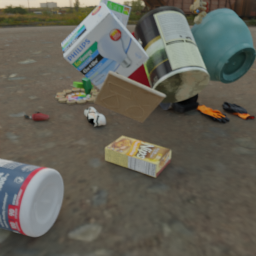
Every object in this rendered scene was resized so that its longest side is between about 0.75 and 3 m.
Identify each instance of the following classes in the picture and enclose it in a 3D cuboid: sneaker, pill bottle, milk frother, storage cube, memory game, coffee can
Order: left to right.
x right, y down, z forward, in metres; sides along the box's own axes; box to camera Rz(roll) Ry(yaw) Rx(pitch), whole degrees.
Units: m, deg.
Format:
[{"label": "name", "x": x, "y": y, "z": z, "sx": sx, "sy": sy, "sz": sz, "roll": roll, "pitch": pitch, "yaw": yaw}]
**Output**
[{"label": "pill bottle", "x": -2.772, "y": 1.415, "z": 6.131, "sx": 2.347, "sy": 1.403, "sz": 1.403, "roll": 7, "pitch": 26, "yaw": 16}, {"label": "memory game", "x": -2.465, "y": -1.611, "z": 13.917, "sx": 2.301, "sy": 0.147, "sz": 2.301, "roll": 0, "pitch": 26, "yaw": 0}, {"label": "sneaker", "x": -1.438, "y": -0.441, "z": 11.085, "sx": 0.534, "sy": 0.492, "sz": 1.335, "roll": -20, "pitch": 32, "yaw": -32}, {"label": "storage cube", "x": 0.712, "y": -3.147, "z": 13.200, "sx": 2.992, "sy": 2.689, "sz": 2.557, "roll": -26, "pitch": 15, "yaw": 25}, {"label": "coffee can", "x": 1.355, "y": -2.326, "z": 9.068, "sx": 1.822, "sy": 1.822, "sz": 2.489, "roll": -7, "pitch": 66, "yaw": -15}, {"label": "milk frother", "x": 2.346, "y": -1.619, "z": 12.181, "sx": 1.551, "sy": 1.649, "sz": 1.488, "roll": -13, "pitch": 28, "yaw": -25}]

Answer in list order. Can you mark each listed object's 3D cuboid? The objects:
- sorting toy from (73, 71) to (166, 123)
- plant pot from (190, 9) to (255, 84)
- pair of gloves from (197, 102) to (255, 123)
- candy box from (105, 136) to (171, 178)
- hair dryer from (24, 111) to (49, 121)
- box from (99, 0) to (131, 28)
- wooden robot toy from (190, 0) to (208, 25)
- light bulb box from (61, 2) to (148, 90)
[{"label": "sorting toy", "x": -0.247, "y": -0.726, "z": 5.673, "sx": 1.723, "sy": 1.274, "sz": 0.254, "roll": 22, "pitch": 61, "yaw": -12}, {"label": "plant pot", "x": 3.443, "y": -2.681, "z": 10.142, "sx": 2.550, "sy": 2.550, "sz": 1.709, "roll": -12, "pitch": 51, "yaw": -24}, {"label": "pair of gloves", "x": 4.096, "y": -0.708, "z": 11.922, "sx": 2.003, "sy": 0.248, "sz": 1.785, "roll": -7, "pitch": 26, "yaw": -17}, {"label": "candy box", "x": 0.290, "y": 0.821, "z": 8.420, "sx": 1.743, "sy": 0.482, "sz": 1.006, "roll": 14, "pitch": 28, "yaw": 28}, {"label": "hair dryer", "x": -3.665, "y": -0.536, "z": 11.505, "sx": 1.075, "sy": 0.292, "sz": 0.818, "roll": 16, "pitch": 29, "yaw": 28}, {"label": "box", "x": -0.784, "y": -4.838, "z": 12.670, "sx": 1.358, "sy": 1.539, "sz": 0.744, "roll": 13, "pitch": 11, "yaw": -20}, {"label": "wooden robot toy", "x": 2.264, "y": -3.876, "z": 9.160, "sx": 0.503, "sy": 1.141, "sz": 0.518, "roll": 7, "pitch": -7, "yaw": -32}, {"label": "light bulb box", "x": -0.609, "y": -1.999, "z": 7.237, "sx": 1.555, "sy": 1.569, "sz": 0.979, "roll": -40, "pitch": 38, "yaw": 14}]
